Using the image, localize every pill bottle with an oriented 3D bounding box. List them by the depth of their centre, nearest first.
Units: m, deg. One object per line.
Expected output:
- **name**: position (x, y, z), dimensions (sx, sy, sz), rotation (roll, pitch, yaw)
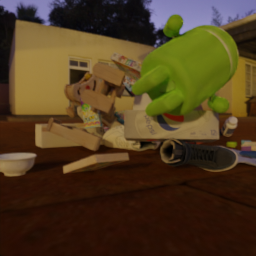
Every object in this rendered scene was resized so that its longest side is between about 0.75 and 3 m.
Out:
- **pill bottle**: position (3.717, -0.060, 10.251), dimensions (0.427, 0.427, 0.769), rotation (0, -35, -1)

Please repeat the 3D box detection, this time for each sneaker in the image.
- **sneaker**: position (1.558, 0.635, 6.480), dimensions (1.698, 0.645, 1.227), rotation (3, -8, 32)
- **sneaker**: position (0.106, 0.454, 10.621), dimensions (2.384, 0.896, 0.966), rotation (-5, 29, 16)

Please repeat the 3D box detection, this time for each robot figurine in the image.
- **robot figurine**: position (1.350, -1.288, 6.223), dimensions (2.622, 2.301, 1.517), rotation (-36, 6, -25)

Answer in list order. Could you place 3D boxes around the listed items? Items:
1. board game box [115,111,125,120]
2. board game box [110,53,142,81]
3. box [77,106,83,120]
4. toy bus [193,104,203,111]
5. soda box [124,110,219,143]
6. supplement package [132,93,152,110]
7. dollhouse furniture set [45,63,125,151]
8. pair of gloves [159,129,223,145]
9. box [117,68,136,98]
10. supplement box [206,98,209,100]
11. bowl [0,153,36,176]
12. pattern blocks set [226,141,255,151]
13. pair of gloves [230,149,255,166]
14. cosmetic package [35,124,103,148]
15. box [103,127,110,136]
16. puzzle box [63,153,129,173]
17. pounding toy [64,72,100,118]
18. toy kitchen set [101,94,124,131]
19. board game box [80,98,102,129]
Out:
- **board game box**: position (-0.395, -0.399, 14.273), dimensions (0.635, 0.944, 0.137), rotation (-10, 28, -33)
- **board game box**: position (0.226, -1.849, 9.107), dimensions (1.565, 0.268, 1.052), rotation (33, -4, 40)
- **box**: position (-1.630, -0.837, 12.239), dimensions (1.067, 0.581, 0.682), rotation (-35, 34, 7)
- **toy bus**: position (1.966, -0.594, 10.157), dimensions (0.828, 1.602, 1.511), rotation (-42, 12, 51)
- **soda box**: position (1.045, -0.030, 6.994), dimensions (2.265, 0.718, 0.773), rotation (1, -8, 4)
- **supplement package**: position (1.693, -0.926, 11.811), dimensions (2.736, 1.599, 1.605), rotation (2, 11, -45)
- **dollhouse furniture set**: position (-1.467, -0.846, 10.324), dimensions (1.869, 2.873, 2.639), rotation (22, -2, 0)
- **pair of gloves**: position (2.379, 0.356, 11.652), dimensions (2.840, 0.351, 2.531), rotation (-3, 6, 45)
- **box**: position (0.106, -2.064, 11.760), dimensions (0.898, 1.314, 0.248), rotation (-42, 13, -16)
- **supplement box**: position (3.320, -1.719, 12.715), dimensions (0.613, 0.972, 0.357), rotation (-26, -19, -9)
- **bowl**: position (-2.624, 0.859, 6.487), dimensions (0.964, 0.433, 0.964), rotation (0, 4, 0)
- **pattern blocks set**: position (5.116, 0.732, 10.892), dimensions (2.442, 0.225, 2.778), rotation (2, 4, 33)
- **pair of gloves**: position (3.405, 0.882, 8.079), dimensions (2.208, 0.252, 1.775), rotation (-4, 7, -42)
- **cosmetic package**: position (-2.577, 0.293, 12.341), dimensions (2.722, 0.968, 1.432), rotation (-1, 2, -29)
- **box**: position (-0.403, 0.246, 16.811), dimensions (2.962, 0.591, 2.028), rotation (-1, 3, -26)
- **puzzle box**: position (-0.736, 0.786, 6.199), dimensions (0.883, 0.169, 1.328), rotation (1, -17, -42)
- **pounding toy**: position (-2.185, -1.571, 11.922), dimensions (1.195, 2.083, 1.191), rotation (7, -36, 39)
- **toy kitchen set**: position (-0.895, -0.750, 12.214), dimensions (2.198, 1.295, 1.761), rotation (36, 4, 5)
- **board game box**: position (-1.460, -0.608, 11.153), dimensions (0.627, 1.218, 0.639), rotation (-10, 0, 4)
